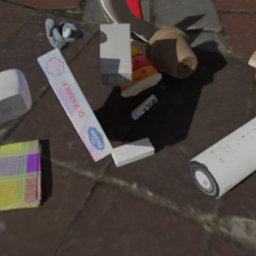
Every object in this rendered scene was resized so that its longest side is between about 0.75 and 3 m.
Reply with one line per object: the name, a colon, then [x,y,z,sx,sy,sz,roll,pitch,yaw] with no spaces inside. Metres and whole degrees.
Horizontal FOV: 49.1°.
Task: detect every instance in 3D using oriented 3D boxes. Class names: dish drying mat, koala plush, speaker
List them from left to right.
koala plush: [-1.467,-2.250,6.745,0.802,0.737,0.711,5,12,33]
dish drying mat: [0.110,-3.982,9.766,0.784,2.042,0.186,-13,45,3]
speaker: [3.087,0.668,7.630,2.889,1.173,1.173,-29,59,-20]

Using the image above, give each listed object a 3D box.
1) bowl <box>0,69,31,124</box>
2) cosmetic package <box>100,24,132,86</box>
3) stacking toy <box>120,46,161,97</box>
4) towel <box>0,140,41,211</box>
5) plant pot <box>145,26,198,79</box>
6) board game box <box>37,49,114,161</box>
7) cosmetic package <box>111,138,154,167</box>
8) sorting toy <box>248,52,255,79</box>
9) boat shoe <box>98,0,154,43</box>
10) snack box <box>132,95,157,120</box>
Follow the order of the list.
bowl: [-2.862,-0.575,6.323,1.380,1.378,0.515,-26,70,-19]
cosmetic package: [-0.321,-1.928,7.385,0.832,0.702,1.557,0,66,0]
stacking toy: [0.060,-2.092,9.001,1.439,1.439,1.969,-27,90,-18]
towel: [-3.142,1.305,7.763,1.463,0.232,2.037,-9,54,-6]
plant pot: [1.566,-2.383,9.417,1.590,1.590,1.387,-20,48,-14]
board game box: [-1.393,-0.630,7.121,0.520,2.520,2.526,-30,15,-8]
cosmetic package: [0.134,0.706,8.148,1.158,0.293,0.478,-17,56,-12]
sorting toy: [5.781,-2.271,9.986,2.375,0.826,2.361,31,59,21]
boat shoe: [-0.152,-3.406,8.967,0.762,2.673,0.894,6,84,38]
snack box: [0.491,-0.638,8.674,0.903,0.168,0.525,-40,13,13]
